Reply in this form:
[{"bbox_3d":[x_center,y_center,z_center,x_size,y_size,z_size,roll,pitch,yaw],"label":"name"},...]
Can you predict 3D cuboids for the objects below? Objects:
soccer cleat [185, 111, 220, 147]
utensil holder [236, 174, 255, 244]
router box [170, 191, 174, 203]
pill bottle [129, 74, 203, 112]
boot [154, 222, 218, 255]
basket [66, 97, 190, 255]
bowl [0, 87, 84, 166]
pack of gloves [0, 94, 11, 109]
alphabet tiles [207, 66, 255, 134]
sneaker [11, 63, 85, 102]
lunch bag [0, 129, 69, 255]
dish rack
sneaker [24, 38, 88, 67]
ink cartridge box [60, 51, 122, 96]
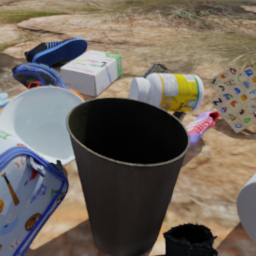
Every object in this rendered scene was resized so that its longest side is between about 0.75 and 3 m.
[{"bbox_3d":[2.061,-0.032,7.887,0.613,0.535,1.603,-26,9,45],"label":"soccer cleat"},{"bbox_3d":[3.675,1.243,5.448,2.495,2.120,2.120,-28,45,-32],"label":"utensil holder"},{"bbox_3d":[0.918,0.821,6.273,0.309,1.266,1.136,9,23,5],"label":"router box"},{"bbox_3d":[1.074,-1.010,8.122,1.944,1.096,1.096,-1,35,-18],"label":"pill bottle"},{"bbox_3d":[0.698,2.214,4.782,1.569,1.285,0.580,1,34,1],"label":"boot"},{"bbox_3d":[-0.064,1.020,5.265,1.746,2.567,2.314,-24,40,-34],"label":"basket"},{"bbox_3d":[-2.018,0.142,7.094,2.243,1.008,2.243,4,63,-8],"label":"bowl"},{"bbox_3d":[-3.632,0.086,7.623,2.316,0.544,2.757,36,34,-7],"label":"pack of gloves"},{"bbox_3d":[3.580,-1.052,8.969,1.758,0.079,2.104,-31,59,3],"label":"alphabet tiles"},{"bbox_3d":[-2.305,-0.973,8.403,0.990,2.627,1.030,-20,50,33],"label":"sneaker"},{"bbox_3d":[-2.227,1.511,4.525,1.083,2.297,2.867,26,69,27],"label":"lunch bag"},{"bbox_3d":[1.287,-1.267,9.234,1.800,0.491,1.381,36,62,5],"label":"dish rack"},{"bbox_3d":[-3.348,-3.654,13.055,2.972,1.042,1.158,-30,53,-33],"label":"sneaker"},{"bbox_3d":[-1.414,-2.246,11.215,1.562,0.906,2.157,15,39,21],"label":"ink cartridge box"}]
